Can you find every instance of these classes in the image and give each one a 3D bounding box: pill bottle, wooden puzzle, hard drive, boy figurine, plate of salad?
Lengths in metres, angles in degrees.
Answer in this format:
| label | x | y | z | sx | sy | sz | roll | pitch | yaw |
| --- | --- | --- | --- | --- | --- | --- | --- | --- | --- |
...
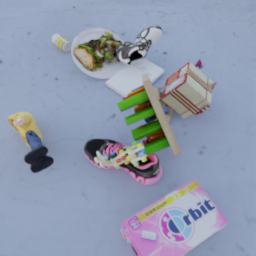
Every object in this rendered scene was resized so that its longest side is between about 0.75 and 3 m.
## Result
| label | x | y | z | sx | sy | sz | roll | pitch | yaw |
| --- | --- | --- | --- | --- | --- | --- | --- | --- | --- |
| pill bottle | -3.108 | -3.984 | 13.116 | 0.546 | 0.546 | 0.955 | -39 | 63 | -24 |
| wooden puzzle | 1.196 | -0.915 | 11.085 | 1.291 | 0.323 | 1.394 | 19 | 57 | 13 |
| hard drive | 0.314 | -2.134 | 11.947 | 1.435 | 0.276 | 2.175 | 36 | 62 | 21 |
| boy figurine | -3.414 | 0.209 | 9.494 | 0.872 | 1.684 | 2.708 | -30 | 50 | -16 |
| plate of salad | -1.164 | -3.352 | 12.231 | 2.596 | 0.624 | 2.596 | 5 | 69 | -14 |

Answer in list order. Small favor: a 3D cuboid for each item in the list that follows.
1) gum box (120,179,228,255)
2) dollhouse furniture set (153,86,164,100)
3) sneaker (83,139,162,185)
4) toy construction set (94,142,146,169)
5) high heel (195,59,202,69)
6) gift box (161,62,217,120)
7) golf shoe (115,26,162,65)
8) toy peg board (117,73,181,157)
| label | x | y | z | sx | sy | sz | roll | pitch | yaw |
| --- | --- | --- | --- | --- | --- | --- | --- | --- | --- |
| gum box | 1.237 | 2.858 | 8.034 | 2.697 | 0.892 | 1.530 | -26 | 61 | -18 |
| dollhouse furniture set | 1.243 | -1.417 | 11.338 | 0.878 | 0.502 | 1.029 | -6 | 8 | 29 |
| sneaker | -0.201 | 0.867 | 9.204 | 2.814 | 1.342 | 1.112 | 17 | 63 | 12 |
| toy construction set | -0.189 | 0.848 | 7.965 | 1.503 | 0.986 | 0.692 | -11 | 100 | 7 |
| high heel | 2.539 | -2.418 | 11.064 | 0.765 | 0.258 | 0.368 | -19 | 97 | 0 |
| gift box | 2.333 | -1.330 | 10.359 | 1.494 | 1.600 | 1.477 | 37 | 51 | -21 |
| golf shoe | 0.622 | -3.397 | 11.838 | 2.276 | 0.885 | 1.075 | -33 | 60 | -3 |
| toy peg board | 0.596 | -0.366 | 9.139 | 1.172 | 2.397 | 2.387 | -23 | 14 | 8 |
